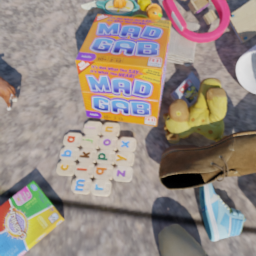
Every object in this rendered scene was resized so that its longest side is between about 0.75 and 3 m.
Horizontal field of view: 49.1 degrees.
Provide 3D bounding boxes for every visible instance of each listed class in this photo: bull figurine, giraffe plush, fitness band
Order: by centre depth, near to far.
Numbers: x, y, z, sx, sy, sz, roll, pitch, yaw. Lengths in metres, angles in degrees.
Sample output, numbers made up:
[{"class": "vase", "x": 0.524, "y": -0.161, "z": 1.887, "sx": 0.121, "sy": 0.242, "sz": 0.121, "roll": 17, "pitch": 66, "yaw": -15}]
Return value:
[{"class": "giraffe plush", "x": 1.653, "y": -0.294, "z": 7.279, "sx": 1.512, "sy": 1.609, "sz": 1.865, "roll": -6, "pitch": 98, "yaw": 8}, {"class": "bull figurine", "x": -3.661, "y": -1.184, "z": 7.810, "sx": 1.521, "sy": 0.923, "sz": 0.495, "roll": 40, "pitch": 58, "yaw": 21}, {"class": "fitness band", "x": 2.091, "y": -3.777, "z": 8.713, "sx": 1.750, "sy": 0.456, "sz": 2.437, "roll": -23, "pitch": 78, "yaw": -9}]

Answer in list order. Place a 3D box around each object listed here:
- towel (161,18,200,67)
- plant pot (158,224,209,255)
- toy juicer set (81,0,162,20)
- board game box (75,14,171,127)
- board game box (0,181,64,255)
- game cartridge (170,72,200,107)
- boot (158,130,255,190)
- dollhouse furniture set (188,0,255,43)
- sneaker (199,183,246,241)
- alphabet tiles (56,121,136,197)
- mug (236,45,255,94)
[{"class": "towel", "x": 1.517, "y": -2.764, "z": 8.899, "sx": 1.350, "sy": 0.351, "sz": 2.037, "roll": 14, "pitch": 55, "yaw": 6}, {"class": "plant pot", "x": 1.115, "y": 2.657, "z": 5.882, "sx": 1.052, "sy": 1.052, "sz": 1.123, "roll": -20, "pitch": 47, "yaw": -10}, {"class": "toy juicer set", "x": -0.086, "y": -4.138, "z": 9.333, "sx": 2.702, "sy": 0.735, "sz": 1.719, "roll": 34, "pitch": 61, "yaw": 23}, {"class": "board game box", "x": -0.026, "y": -1.468, "z": 7.202, "sx": 1.919, "sy": 1.919, "sz": 1.920, "roll": 8, "pitch": 52, "yaw": 8}, {"class": "board game box", "x": -2.453, "y": 2.173, "z": 6.431, "sx": 1.550, "sy": 0.312, "sz": 1.186, "roll": -39, "pitch": 69, "yaw": -18}, {"class": "game cartridge", "x": 1.709, "y": -1.025, "z": 7.977, "sx": 0.992, "sy": 0.203, "sz": 0.661, "roll": -47, "pitch": 108, "yaw": -15}, {"class": "boot", "x": 2.072, "y": 0.829, "z": 6.085, "sx": 2.955, "sy": 1.088, "sz": 1.115, "roll": -14, "pitch": 19, "yaw": 23}, {"class": "dollhouse furniture set", "x": 3.561, "y": -3.803, "z": 9.433, "sx": 2.229, "sy": 1.540, "sz": 2.361, "roll": -34, "pitch": 97, "yaw": 12}, {"class": "sneaker", "x": 2.183, "y": 1.841, "z": 6.476, "sx": 0.904, "sy": 0.551, "sz": 1.385, "roll": -6, "pitch": 71, "yaw": -1}, {"class": "alphabet tiles", "x": -0.800, "y": 0.744, "z": 7.228, "sx": 1.950, "sy": 0.146, "sz": 1.994, "roll": 4, "pitch": 63, "yaw": 7}, {"class": "mug", "x": 4.201, "y": -1.680, "z": 8.011, "sx": 1.565, "sy": 1.318, "sz": 1.785, "roll": -36, "pitch": 98, "yaw": -28}]
